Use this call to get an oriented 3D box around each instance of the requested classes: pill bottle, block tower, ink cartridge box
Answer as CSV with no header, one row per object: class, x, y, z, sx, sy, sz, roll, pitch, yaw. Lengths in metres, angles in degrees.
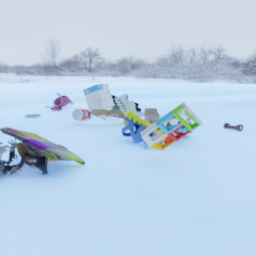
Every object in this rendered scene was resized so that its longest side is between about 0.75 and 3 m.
pill bottle,0.075,-0.535,11.872,0.528,0.936,0.528,0,12,0
block tower,1.004,-0.407,12.052,0.633,0.591,2.188,0,13,4
pill bottle,-1.972,-0.566,12.382,0.549,0.549,0.979,7,5,30
ink cartridge box,-1.526,-1.431,14.933,1.016,1.623,1.043,-14,3,33

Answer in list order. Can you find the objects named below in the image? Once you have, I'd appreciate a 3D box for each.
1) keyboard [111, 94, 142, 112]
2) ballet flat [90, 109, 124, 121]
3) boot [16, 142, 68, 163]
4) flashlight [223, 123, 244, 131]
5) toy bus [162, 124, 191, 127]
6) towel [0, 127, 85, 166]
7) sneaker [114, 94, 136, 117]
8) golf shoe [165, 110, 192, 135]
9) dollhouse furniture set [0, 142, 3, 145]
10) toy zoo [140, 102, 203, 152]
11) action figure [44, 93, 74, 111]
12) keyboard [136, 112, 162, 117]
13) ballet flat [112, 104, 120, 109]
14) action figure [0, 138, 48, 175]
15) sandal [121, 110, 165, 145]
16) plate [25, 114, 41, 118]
keyboard,-0.406,-1.571,16.328,2.801,0.288,1.780,29,21,25
ballet flat,-0.847,-0.541,11.930,1.496,0.488,0.528,-4,-15,-10
boot,-2.349,0.619,7.653,1.225,0.451,0.948,21,22,28
flashlight,4.222,-0.058,11.241,0.272,0.273,0.804,4,8,-30
toy bus,1.952,-0.291,11.198,1.164,0.601,1.098,9,23,38
towel,-2.047,0.450,6.827,1.867,0.213,1.341,23,-3,20
sneaker,0.069,-0.653,10.388,0.578,1.426,0.536,-34,-13,2
golf shoe,1.678,-0.284,9.475,0.750,0.951,2.066,-6,-7,18
dollhouse furniture set,-4.507,0.295,8.863,0.778,0.552,0.617,2,12,9
toy zoo,1.033,0.085,7.247,1.049,1.599,0.164,34,26,-44
action figure,-4.064,-1.309,16.531,1.152,1.281,1.720,-41,20,15
keyboard,0.249,-0.653,13.955,2.947,0.157,0.829,0,17,-23
ballet flat,-0.453,-1.015,13.288,0.353,0.381,1.081,-21,-9,-29
action figure,-2.671,0.698,6.307,1.662,0.848,0.988,0,16,-14
sandal,0.464,0.187,9.115,1.951,0.849,0.775,33,-1,44
plate,-4.823,-0.590,14.185,0.807,0.103,0.807,1,11,0
